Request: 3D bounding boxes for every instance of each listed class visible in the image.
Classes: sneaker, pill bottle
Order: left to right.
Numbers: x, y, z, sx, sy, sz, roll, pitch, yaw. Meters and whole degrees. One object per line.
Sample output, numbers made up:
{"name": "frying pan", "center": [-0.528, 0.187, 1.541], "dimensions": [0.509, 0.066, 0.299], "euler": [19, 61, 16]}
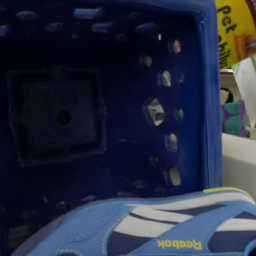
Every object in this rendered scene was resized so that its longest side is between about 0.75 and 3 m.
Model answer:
{"name": "sneaker", "center": [0.233, -0.957, 6.385], "dimensions": [0.847, 0.942, 2.291], "euler": [-42, 31, -1]}
{"name": "sneaker", "center": [0.284, 1.116, 2.129], "dimensions": [2.523, 0.933, 1.037], "euler": [-8, 22, -19]}
{"name": "pill bottle", "center": [3.114, -1.152, 10.618], "dimensions": [1.034, 1.034, 1.849], "euler": [-2, 14, -6]}
{"name": "pill bottle", "center": [1.912, -2.003, 5.586], "dimensions": [2.827, 1.544, 1.544], "euler": [-24, 10, 13]}

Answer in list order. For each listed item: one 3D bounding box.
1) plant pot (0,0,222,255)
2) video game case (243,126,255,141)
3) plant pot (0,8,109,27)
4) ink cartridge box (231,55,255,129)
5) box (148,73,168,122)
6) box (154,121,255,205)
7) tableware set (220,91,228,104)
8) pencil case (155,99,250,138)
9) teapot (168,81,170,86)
{"name": "plant pot", "center": [-0.659, -0.104, 3.607], "dimensions": [2.722, 2.722, 2.447], "euler": [-9, 10, -29]}
{"name": "video game case", "center": [2.515, 0.274, 6.638], "dimensions": [2.092, 0.263, 2.299], "euler": [-11, 18, -36]}
{"name": "plant pot", "center": [-1.462, -1.300, 4.755], "dimensions": [2.862, 2.862, 2.032], "euler": [-8, 43, -28]}
{"name": "ink cartridge box", "center": [3.623, -1.578, 7.814], "dimensions": [0.852, 2.872, 1.491], "euler": [-11, -24, 6]}
{"name": "box", "center": [0.559, -0.707, 7.307], "dimensions": [0.728, 1.772, 0.606], "euler": [15, 17, 23]}
{"name": "box", "center": [1.155, 0.526, 4.518], "dimensions": [1.007, 0.838, 2.451], "euler": [-12, 19, -36]}
{"name": "tableware set", "center": [2.506, -0.872, 9.400], "dimensions": [0.177, 1.273, 1.524], "euler": [39, -2, -42]}
{"name": "pencil case", "center": [1.533, -0.081, 6.020], "dimensions": [1.926, 0.820, 0.890], "euler": [-6, 25, 30]}
{"name": "teapot", "center": [1.047, -1.023, 8.506], "dimensions": [2.176, 1.589, 2.147], "euler": [-4, 13, -36]}
